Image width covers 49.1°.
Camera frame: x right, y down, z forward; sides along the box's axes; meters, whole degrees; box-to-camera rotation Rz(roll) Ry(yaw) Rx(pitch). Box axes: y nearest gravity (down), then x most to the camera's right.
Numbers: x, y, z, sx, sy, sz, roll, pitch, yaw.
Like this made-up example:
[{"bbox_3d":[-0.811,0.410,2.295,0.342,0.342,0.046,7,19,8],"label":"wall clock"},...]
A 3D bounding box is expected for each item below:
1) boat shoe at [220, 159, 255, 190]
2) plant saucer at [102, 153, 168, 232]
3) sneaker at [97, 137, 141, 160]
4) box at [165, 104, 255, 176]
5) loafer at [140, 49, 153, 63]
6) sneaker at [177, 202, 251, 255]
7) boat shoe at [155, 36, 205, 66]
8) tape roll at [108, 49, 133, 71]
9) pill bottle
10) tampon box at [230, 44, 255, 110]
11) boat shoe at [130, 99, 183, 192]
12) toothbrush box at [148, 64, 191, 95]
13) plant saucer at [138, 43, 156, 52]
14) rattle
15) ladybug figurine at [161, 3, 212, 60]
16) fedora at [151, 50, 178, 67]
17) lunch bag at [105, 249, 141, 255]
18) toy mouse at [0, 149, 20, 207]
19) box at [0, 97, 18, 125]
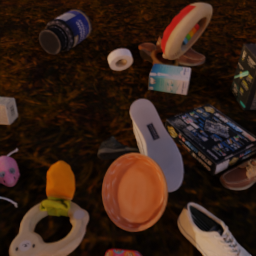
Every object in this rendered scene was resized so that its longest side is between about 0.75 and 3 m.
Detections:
[{"bbox_3d":[3.482,1.199,7.990,1.901,0.682,0.720,-15,42,-17],"label":"boat shoe"},{"bbox_3d":[0.174,1.582,7.000,1.880,1.880,0.352,35,9,35],"label":"plant saucer"},{"bbox_3d":[-0.265,0.609,8.852,1.332,0.509,0.763,-2,45,6],"label":"sneaker"},{"bbox_3d":[2.701,0.257,9.233,1.948,0.564,2.450,-21,44,-23],"label":"box"},{"bbox_3d":[1.081,-3.614,14.104,0.419,0.464,1.226,-29,57,-32],"label":"loafer"},{"bbox_3d":[2.035,2.587,6.181,0.847,0.821,2.319,-31,48,-32],"label":"sneaker"},{"bbox_3d":[2.520,-3.852,13.917,2.795,1.003,1.058,27,46,29],"label":"boat shoe"},{"bbox_3d":[-0.357,-3.130,12.906,1.120,1.120,0.392,-11,66,-13],"label":"tape roll"},{"bbox_3d":[-3.318,-5.072,14.897,1.664,1.664,2.975,14,42,17],"label":"pill bottle"},{"bbox_3d":[5.035,-1.945,10.719,1.317,2.087,1.564,-2,40,-2],"label":"tampon box"},{"bbox_3d":[0.831,0.520,8.305,1.040,0.924,2.828,-15,73,-3],"label":"boat shoe"},{"bbox_3d":[1.789,-2.108,12.020,1.644,0.701,1.204,8,40,10],"label":"toothbrush box"},{"bbox_3d":[1.050,-4.430,15.305,0.972,0.157,0.972,0,40,0],"label":"plant saucer"},{"bbox_3d":[-1.927,2.209,6.038,1.591,1.746,2.444,37,44,14],"label":"rattle"},{"bbox_3d":[2.435,-4.281,12.293,1.049,1.980,2.917,42,90,19],"label":"ladybug figurine"},{"bbox_3d":[1.626,-3.053,13.114,1.450,0.592,1.450,15,48,-17],"label":"fedora"},{"bbox_3d":[-0.051,3.121,5.818,0.975,0.454,1.107,3,39,4],"label":"lunch bag"},{"bbox_3d":[-3.889,1.465,7.759,2.363,0.514,2.658,26,45,28],"label":"toy mouse"},{"bbox_3d":[-5.151,-0.662,10.106,2.049,0.842,0.701,6,30,5],"label":"box"}]
